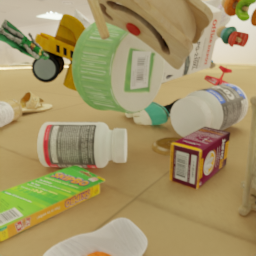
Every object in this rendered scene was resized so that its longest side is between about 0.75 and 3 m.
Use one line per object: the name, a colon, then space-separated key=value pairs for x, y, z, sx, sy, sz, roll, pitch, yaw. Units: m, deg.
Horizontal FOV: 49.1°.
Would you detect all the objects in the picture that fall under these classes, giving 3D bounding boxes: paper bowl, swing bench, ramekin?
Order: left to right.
ramekin: x=-0.104 y=-1.310 z=6.190 sx=1.016 sy=2.080 sz=2.080 roll=18 pitch=25 yaw=38
paper bowl: x=2.772 y=-3.888 z=10.713 sx=2.224 sy=1.157 sz=2.224 roll=-23 pitch=30 yaw=15
swing bench: x=3.270 y=0.350 z=5.776 sx=1.538 sy=2.358 sz=2.371 roll=8 pitch=18 yaw=24

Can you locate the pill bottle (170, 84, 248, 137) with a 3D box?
pill bottle: x=2.945 y=-0.619 z=10.128 sx=1.662 sy=1.662 sz=2.921 roll=16 pitch=25 yaw=42

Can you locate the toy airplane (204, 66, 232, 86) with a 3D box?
toy airplane: x=3.765 y=-2.018 z=11.401 sx=1.248 sy=1.248 sz=0.230 roll=4 pitch=4 yaw=14

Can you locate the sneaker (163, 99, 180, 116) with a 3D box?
sneaker: x=2.145 y=-0.951 z=12.593 sx=1.917 sy=0.839 sz=0.726 roll=11 pitch=20 yaw=33

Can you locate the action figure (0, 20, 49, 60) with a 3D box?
action figure: x=-1.845 y=-1.521 z=5.051 sx=0.254 sy=0.549 sz=0.929 roll=-23 pitch=-42 yaw=39

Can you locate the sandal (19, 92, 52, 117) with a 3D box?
sandal: x=-4.729 y=-1.208 z=13.212 sx=1.076 sy=0.965 sz=2.935 roll=10 pitch=20 yaw=30

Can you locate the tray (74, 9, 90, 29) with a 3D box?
tray: x=-1.740 y=-3.073 z=10.778 sx=0.281 sy=2.532 sz=1.360 roll=4 pitch=7 yaw=11

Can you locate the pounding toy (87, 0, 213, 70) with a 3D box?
pounding toy: x=-0.033 y=-1.642 z=4.210 sx=2.373 sy=1.361 sz=1.357 roll=36 pitch=-7 yaw=-17

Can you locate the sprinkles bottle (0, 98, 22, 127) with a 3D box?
sprinkles bottle: x=-5.129 y=-0.409 z=10.604 sx=0.965 sy=0.965 sz=2.828 roll=3 pitch=17 yaw=9

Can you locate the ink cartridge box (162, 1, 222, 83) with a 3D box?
ink cartridge box: x=1.375 y=-2.588 z=8.591 sx=2.651 sy=1.919 sz=1.118 roll=-21 pitch=47 yaw=-22

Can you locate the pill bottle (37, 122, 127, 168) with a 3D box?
pill bottle: x=-1.142 y=0.448 z=7.407 sx=2.186 sy=1.210 sz=1.210 roll=0 pitch=17 yaw=5

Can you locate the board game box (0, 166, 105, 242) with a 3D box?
board game box: x=-1.733 y=1.404 z=5.806 sx=1.173 sy=0.368 sz=2.455 roll=17 pitch=26 yaw=41

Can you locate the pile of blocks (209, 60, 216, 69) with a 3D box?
pile of blocks: x=3.192 y=-2.760 z=11.647 sx=0.345 sy=0.456 sz=1.110 roll=24 pitch=5 yaw=-32

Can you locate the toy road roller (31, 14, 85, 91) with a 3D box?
toy road roller: x=-1.393 y=-2.061 z=8.082 sx=2.600 sy=1.898 sz=1.597 roll=19 pitch=15 yaw=-13

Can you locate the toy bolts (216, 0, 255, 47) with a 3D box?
toy bolts: x=3.002 y=-2.914 z=7.638 sx=1.247 sy=1.306 sz=0.906 roll=-3 pitch=35 yaw=-28

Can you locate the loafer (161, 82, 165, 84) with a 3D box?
loafer: x=1.476 y=-2.421 z=11.498 sx=2.650 sy=0.953 sz=0.833 roll=-19 pitch=23 yaw=-2

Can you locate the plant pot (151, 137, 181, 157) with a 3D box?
plant pot: x=1.441 y=0.562 z=8.788 sx=1.432 sy=0.197 sz=1.432 roll=-1 pitch=17 yaw=0

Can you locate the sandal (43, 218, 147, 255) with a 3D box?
sandal: x=-0.382 y=1.891 z=3.808 sx=0.875 sy=0.654 sz=2.284 roll=40 pitch=12 yaw=22

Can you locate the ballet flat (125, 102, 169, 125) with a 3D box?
ballet flat: x=0.536 y=-0.602 z=11.642 sx=1.054 sy=1.009 sz=2.996 roll=-31 pitch=26 yaw=-14

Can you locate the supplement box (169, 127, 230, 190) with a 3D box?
supplement box: x=1.825 y=0.684 z=7.031 sx=0.759 sy=0.978 sz=1.773 roll=15 pitch=23 yaw=38
